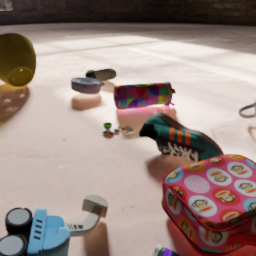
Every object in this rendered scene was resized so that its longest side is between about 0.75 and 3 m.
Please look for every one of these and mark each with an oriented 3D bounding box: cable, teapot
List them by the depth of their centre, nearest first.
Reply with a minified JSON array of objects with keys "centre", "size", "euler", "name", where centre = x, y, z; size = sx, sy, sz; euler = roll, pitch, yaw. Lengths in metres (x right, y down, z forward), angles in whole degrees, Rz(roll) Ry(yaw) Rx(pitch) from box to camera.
[{"centre":[5.814,-0.667,10.947],"size":[2.042,1.511,2.069],"euler":[-38,66,-12],"name":"teapot"},{"centre":[-2.205,-2.227,14.663],"size":[1.625,0.562,1.625],"euler":[-9,30,-32],"name":"cable"}]

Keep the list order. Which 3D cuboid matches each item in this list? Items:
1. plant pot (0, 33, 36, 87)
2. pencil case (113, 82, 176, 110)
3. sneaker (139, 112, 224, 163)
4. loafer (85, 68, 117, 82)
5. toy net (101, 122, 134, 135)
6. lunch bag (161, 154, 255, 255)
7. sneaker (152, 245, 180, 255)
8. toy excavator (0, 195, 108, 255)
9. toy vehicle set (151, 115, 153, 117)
[{"centre":[-6.252,-3.439,15.516],"size":[2.836,2.836,2.013],"euler":[-17,58,-30],"name":"plant pot"},{"centre":[0.719,-1.464,12.826],"size":[2.830,1.251,1.251],"euler":[-5,27,-10],"name":"pencil case"},{"centre":[1.620,0.564,9.145],"size":[1.184,1.058,2.964],"euler":[-40,50,-23],"name":"sneaker"},{"centre":[-1.667,-3.068,16.519],"size":[2.035,0.770,0.695],"euler":[0,27,21],"name":"loafer"},{"centre":[-0.388,0.047,10.841],"size":[1.240,0.239,0.650],"euler":[3,27,5],"name":"toy net"},{"centre":[2.370,1.737,6.502],"size":[2.730,1.119,2.405],"euler":[-12,29,-22],"name":"lunch bag"},{"centre":[0.672,2.780,5.170],"size":[0.675,0.472,1.357],"euler":[11,28,19],"name":"sneaker"},{"centre":[-1.441,2.242,5.866],"size":[2.150,1.074,2.091],"euler":[8,27,-13],"name":"toy excavator"},{"centre":[1.552,-0.177,11.030],"size":[0.767,0.164,1.235],"euler":[10,15,-40],"name":"toy vehicle set"}]
